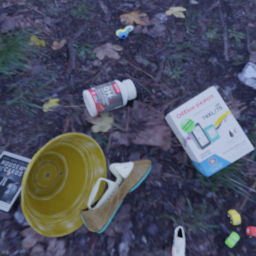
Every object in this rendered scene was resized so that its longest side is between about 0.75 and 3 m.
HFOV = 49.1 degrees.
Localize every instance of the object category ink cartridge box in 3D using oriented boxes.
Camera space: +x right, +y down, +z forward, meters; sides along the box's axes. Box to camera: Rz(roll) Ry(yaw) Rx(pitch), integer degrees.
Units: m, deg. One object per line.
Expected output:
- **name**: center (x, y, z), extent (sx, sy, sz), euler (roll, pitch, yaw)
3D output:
- **ink cartridge box**: center (2.455, 0.112, 8.933), extent (1.616, 1.608, 2.203), euler (-32, 87, 3)

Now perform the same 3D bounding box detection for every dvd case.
- **dvd case**: center (-4.050, 1.752, 9.328), extent (1.418, 0.233, 1.886), euler (15, 54, 11)

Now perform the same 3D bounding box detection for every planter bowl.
- **planter bowl**: center (-2.077, 1.522, 8.255), extent (1.230, 2.952, 2.952), euler (10, 48, 40)

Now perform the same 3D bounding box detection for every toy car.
- **toy car**: center (3.272, 3.079, 8.282), extent (1.136, 0.253, 1.069), euler (38, 61, 26)

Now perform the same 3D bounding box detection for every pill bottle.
- **pill bottle**: center (-0.712, -1.243, 11.112), extent (1.936, 1.072, 1.072), euler (-22, 55, -16)

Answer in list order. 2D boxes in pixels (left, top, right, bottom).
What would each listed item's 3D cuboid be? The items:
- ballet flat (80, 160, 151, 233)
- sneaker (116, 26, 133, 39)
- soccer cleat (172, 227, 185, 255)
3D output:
- **ballet flat**: center (-0.411, 1.798, 8.646), extent (1.048, 0.982, 2.896), euler (48, 67, -12)
- **sneaker**: center (-0.104, -4.869, 14.429), extent (0.985, 0.373, 0.517), euler (-26, 68, -10)
- **soccer cleat**: center (1.445, 3.329, 7.970), extent (0.355, 0.441, 1.034), euler (7, 52, 6)
